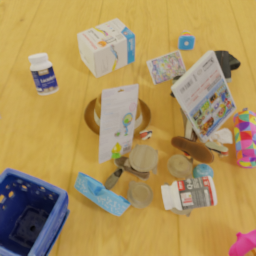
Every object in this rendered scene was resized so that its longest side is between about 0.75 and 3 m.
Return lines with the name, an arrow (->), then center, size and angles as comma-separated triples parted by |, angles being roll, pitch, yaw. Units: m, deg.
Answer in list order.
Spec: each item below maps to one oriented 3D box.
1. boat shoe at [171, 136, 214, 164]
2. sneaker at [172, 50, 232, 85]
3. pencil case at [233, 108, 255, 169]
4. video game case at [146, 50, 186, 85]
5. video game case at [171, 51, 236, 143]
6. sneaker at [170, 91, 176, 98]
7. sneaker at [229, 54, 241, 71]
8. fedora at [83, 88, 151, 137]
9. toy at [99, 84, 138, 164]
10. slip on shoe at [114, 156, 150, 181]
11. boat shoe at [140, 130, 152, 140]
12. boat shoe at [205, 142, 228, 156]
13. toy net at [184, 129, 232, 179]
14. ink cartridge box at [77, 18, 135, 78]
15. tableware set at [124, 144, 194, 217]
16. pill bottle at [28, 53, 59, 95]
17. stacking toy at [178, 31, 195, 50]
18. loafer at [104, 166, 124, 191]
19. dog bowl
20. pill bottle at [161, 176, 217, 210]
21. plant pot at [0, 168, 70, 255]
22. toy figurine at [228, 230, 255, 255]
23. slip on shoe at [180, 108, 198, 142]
boat shoe -> 2.203, 0.704, 9.378 | 1.597, 0.562, 0.562 | 33, 101, 36
sneaker -> 2.941, -2.401, 11.371 | 2.535, 0.948, 1.346 | -7, 96, -13
pencil case -> 4.212, 0.346, 9.851 | 0.933, 0.933, 2.111 | 7, 58, 5
video game case -> 1.607, -2.524, 11.721 | 1.441, 0.130, 1.032 | -20, 93, 1
video game case -> 2.643, -0.969, 9.455 | 1.870, 2.612, 0.235 | -45, 34, -12
sneaker -> 2.092, -1.330, 11.176 | 0.819, 0.435, 0.306 | 25, 29, -5
sneaker -> 4.018, -2.856, 12.258 | 1.568, 0.600, 0.898 | -14, 51, -8
fedora -> -0.385, -0.729, 10.422 | 2.592, 1.057, 2.592 | 1, 51, -1
toy -> -0.459, -0.189, 9.222 | 1.452, 2.522, 0.595 | -17, 31, -39
slip on shoe -> 0.126, 1.308, 9.505 | 1.353, 0.410, 0.515 | 31, 61, 19
boat shoe -> 0.664, 0.258, 9.960 | 0.337, 0.945, 0.296 | -24, 83, 19
boat shoe -> 3.004, 0.714, 9.534 | 0.305, 0.268, 0.857 | -42, 39, -24
toy net -> 2.798, 0.835, 9.861 | 1.226, 0.451, 2.336 | 25, 56, 32
ink cartridge box -> -0.925, -3.443, 12.097 | 2.016, 1.458, 1.484 | -29, 60, -18
tableware set -> 1.058, 1.647, 9.057 | 2.542, 0.295, 2.123 | 9, 62, 6
pill bottle -> -3.281, -2.075, 10.821 | 0.850, 1.470, 0.850 | -9, 27, 4
stacking toy -> 2.737, -4.303, 13.273 | 0.756, 0.715, 1.302 | 3, 44, 6
loafer -> -0.464, 1.640, 9.239 | 0.350, 0.311, 0.921 | 33, 75, 5
dog bowl -> -0.850, 2.030, 8.585 | 1.946, 1.085, 0.482 | 28, 83, 26
pill bottle -> 1.716, 1.889, 7.984 | 1.435, 0.831, 0.831 | -11, 55, 8
plant pot -> -2.838, 2.596, 7.783 | 2.010, 1.807, 2.010 | 18, 58, 11
toy figurine -> 3.642, 3.939, 7.049 | 2.832, 2.126, 2.606 | 22, 44, -15
slip on shoe -> 2.273, -0.573, 10.280 | 0.738, 0.926, 2.436 | 5, 84, 36
